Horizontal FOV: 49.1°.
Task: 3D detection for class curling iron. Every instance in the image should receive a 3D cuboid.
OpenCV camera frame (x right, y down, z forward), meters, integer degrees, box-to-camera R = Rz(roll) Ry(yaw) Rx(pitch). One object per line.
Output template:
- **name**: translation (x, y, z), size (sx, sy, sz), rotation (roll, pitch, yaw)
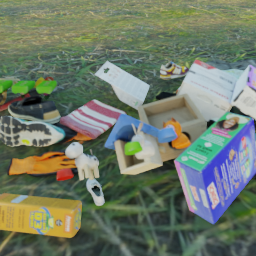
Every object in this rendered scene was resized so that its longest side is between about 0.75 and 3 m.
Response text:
- **curling iron**: translation (-3.809, -1.226, 10.213), size (2.877, 0.713, 0.368), rotation (-23, 23, -34)

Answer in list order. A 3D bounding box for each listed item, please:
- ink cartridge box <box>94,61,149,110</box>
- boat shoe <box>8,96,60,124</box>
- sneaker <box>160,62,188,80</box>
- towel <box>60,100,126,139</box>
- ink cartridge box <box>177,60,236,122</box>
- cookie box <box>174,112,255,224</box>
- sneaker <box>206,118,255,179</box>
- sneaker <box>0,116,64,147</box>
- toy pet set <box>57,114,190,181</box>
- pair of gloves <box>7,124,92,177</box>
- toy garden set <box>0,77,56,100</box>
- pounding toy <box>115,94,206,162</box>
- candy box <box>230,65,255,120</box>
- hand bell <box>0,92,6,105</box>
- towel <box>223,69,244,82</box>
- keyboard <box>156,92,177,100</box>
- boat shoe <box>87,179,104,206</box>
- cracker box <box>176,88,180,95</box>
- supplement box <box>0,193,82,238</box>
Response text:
- **ink cartridge box**: translation (-0.215, -1.540, 9.987), size (1.855, 0.465, 1.493), rotation (28, 33, -2)
- **boat shoe**: translation (-3.095, -0.682, 9.060), size (2.419, 0.753, 0.903), rotation (13, 28, 40)
- **sneaker**: translation (1.983, -2.478, 11.742), size (1.412, 0.636, 0.529), rotation (-21, 39, -26)
- **towel**: translation (-1.052, -0.345, 8.811), size (1.324, 0.209, 1.838), rotation (23, 35, 21)
- **ink cartridge box**: translation (2.673, -1.275, 9.598), size (1.676, 0.946, 2.283), rotation (28, 38, 7)
- **cookie box**: translation (1.899, 0.789, 5.805), size (1.766, 1.511, 0.664), rotation (-38, 35, -26)
- **sneaker**: translation (3.143, 0.466, 7.467), size (1.098, 0.827, 2.349), rotation (-10, 35, -29)
- **sneaker**: translation (-2.732, 0.135, 7.745), size (2.081, 0.806, 0.829), rotation (10, 6, 21)
- **toy pet set**: translation (0.015, 0.145, 5.607), size (2.350, 2.194, 1.248), rotation (-22, 70, 23)
- **pair of gloves**: translation (-2.017, 0.513, 7.735), size (2.086, 0.290, 2.342), rotation (0, 32, -3)
- **toy garden set**: translation (-3.716, -1.324, 9.373), size (2.582, 0.515, 2.152), rotation (0, 18, -7)
- **pounding toy**: translation (0.799, 0.321, 7.426), size (2.398, 1.097, 2.107), rotation (-16, 35, 0)
- **candy box**: translation (4.416, -0.779, 8.589), size (2.249, 0.805, 1.887), rotation (33, 38, 5)
- **hand bell**: translation (-5.359, -1.437, 10.487), size (1.157, 1.157, 2.221), rotation (-18, 25, -26)
- **towel**: translation (4.305, -1.913, 11.472), size (1.924, 0.463, 1.647), rotation (-15, 34, -22)
- **keyboard**: translation (1.865, -0.935, 10.188), size (1.819, 0.187, 1.156), rotation (17, 29, 26)
- **boat shoe**: translation (-0.730, 1.381, 6.397), size (0.312, 0.283, 0.847), rotation (-15, 35, -22)
- **cracker box**: translation (2.275, -1.446, 10.940), size (0.541, 0.233, 0.808), rotation (16, 35, 24)
- **supplement box**: translation (-1.806, 1.694, 5.490), size (1.702, 0.566, 0.585), rotation (3, 2, 4)
